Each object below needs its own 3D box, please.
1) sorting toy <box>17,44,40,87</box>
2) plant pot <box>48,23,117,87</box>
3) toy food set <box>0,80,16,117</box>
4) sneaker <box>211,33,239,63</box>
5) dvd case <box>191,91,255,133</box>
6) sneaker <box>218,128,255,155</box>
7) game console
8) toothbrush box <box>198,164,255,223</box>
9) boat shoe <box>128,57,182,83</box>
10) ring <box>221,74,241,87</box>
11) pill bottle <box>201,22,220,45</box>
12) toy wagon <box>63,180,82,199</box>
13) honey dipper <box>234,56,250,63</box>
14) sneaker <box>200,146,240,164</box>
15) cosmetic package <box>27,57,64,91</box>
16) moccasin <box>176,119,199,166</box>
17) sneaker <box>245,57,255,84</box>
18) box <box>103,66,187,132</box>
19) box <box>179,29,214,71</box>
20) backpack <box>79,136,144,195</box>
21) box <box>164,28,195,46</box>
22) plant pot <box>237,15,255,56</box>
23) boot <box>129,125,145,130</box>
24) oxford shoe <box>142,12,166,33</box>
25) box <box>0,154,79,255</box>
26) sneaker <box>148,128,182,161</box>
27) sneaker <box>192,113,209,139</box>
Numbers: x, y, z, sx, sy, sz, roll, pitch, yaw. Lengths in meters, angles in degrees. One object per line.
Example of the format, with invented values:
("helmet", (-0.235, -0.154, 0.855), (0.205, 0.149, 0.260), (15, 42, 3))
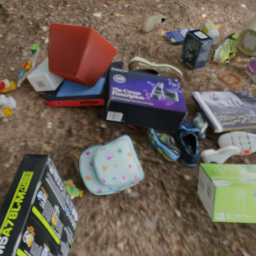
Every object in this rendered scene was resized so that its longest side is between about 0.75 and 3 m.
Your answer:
("sorting toy", (-4.206, -2.764, 11.855), (0.280, 1.407, 1.903), (30, 39, -31))
("plant pot", (-1.867, -2.616, 10.536), (1.944, 1.946, 1.715), (17, 89, 27))
("toy food set", (-5.013, -1.198, 10.872), (0.869, 0.922, 1.932), (-18, 51, 4))
("sneaker", (4.768, -3.697, 13.243), (0.822, 0.811, 2.152), (33, 64, 21))
("dvd case", (3.919, -0.690, 10.517), (2.656, 0.212, 1.975), (-4, 47, -18))
("sneaker", (4.170, 0.406, 9.651), (2.117, 0.816, 0.867), (-4, 12, 9))
("game console", (-1.761, -1.882, 11.471), (2.994, 0.465, 2.648), (-1, 48, 11))
("toothbrush box", (3.257, 1.724, 7.624), (2.341, 1.008, 1.704), (3, 12, 2))
("boat shoe", (1.128, -2.112, 11.437), (2.420, 0.894, 0.895), (10, 43, -15))
("ring", (4.485, -2.101, 12.206), (0.877, 0.084, 0.877), (0, 47, 0))
("pill bottle", (4.215, -4.776, 14.223), (0.670, 0.670, 1.205), (-5, 48, -4))
("toy wagon", (-1.889, 1.925, 8.486), (1.000, 0.198, 0.776), (2, 48, 2))
("honey dipper", (6.193, -3.051, 12.871), (2.555, 0.485, 0.485), (4, 48, 10))
("sneaker", (3.053, 0.983, 9.181), (1.252, 0.474, 0.576), (-12, 61, 9))
("cosmetic package", (-3.045, -2.336, 11.396), (1.060, 0.762, 1.878), (0, 44, 28))
("moccasin", (2.136, 0.376, 9.569), (0.782, 0.663, 1.943), (-5, 48, -4))
("sneaker", (5.660, -2.413, 11.946), (0.570, 0.897, 1.574), (-18, 52, -18))
("box", (0.517, -1.009, 9.739), (2.629, 1.037, 1.856), (8, 43, -12))
("box", (3.018, -3.487, 12.510), (0.758, 1.417, 1.051), (-19, 50, -25))
("backpack", (-0.558, 1.166, 8.283), (1.776, 1.361, 1.561), (-20, 84, -6))
("box", (2.812, -4.692, 14.408), (1.707, 0.277, 1.034), (-12, 49, -12))
("plant pot", (5.998, -4.108, 12.397), (2.377, 2.226, 2.226), (-27, 53, -30))
("boot", (0.666, -0.386, 10.393), (1.326, 0.485, 0.998), (15, 55, -1))
("oxford shoe", (1.394, -5.622, 15.000), (0.726, 0.683, 1.940), (27, 54, 16))
("box", (-1.941, 2.549, 6.045), (0.707, 2.974, 2.872), (2, 49, 9))
("sneaker", (1.222, 0.482, 9.612), (0.639, 0.546, 1.541), (-26, 58, -28))
("sneaker", (2.609, -0.089, 10.169), (0.584, 0.526, 1.354), (10, 39, 18))
